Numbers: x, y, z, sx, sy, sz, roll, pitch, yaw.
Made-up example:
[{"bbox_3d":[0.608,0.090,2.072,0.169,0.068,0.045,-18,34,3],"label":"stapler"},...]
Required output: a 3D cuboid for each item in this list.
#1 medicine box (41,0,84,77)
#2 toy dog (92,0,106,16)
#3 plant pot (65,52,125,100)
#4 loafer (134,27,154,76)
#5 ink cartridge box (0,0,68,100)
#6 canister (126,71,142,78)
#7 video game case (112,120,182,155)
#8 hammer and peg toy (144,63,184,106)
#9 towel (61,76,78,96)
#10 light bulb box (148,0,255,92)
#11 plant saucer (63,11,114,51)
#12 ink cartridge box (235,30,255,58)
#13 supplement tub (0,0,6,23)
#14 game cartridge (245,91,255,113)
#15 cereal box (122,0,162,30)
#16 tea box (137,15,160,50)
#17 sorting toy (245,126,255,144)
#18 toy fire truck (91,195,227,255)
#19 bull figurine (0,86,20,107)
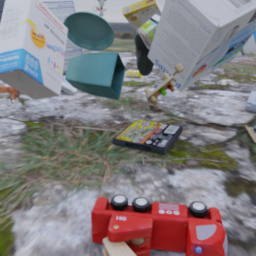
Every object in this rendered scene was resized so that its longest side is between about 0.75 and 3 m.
[{"bbox_3d":[-2.925,-3.055,9.936,2.282,2.506,1.290,-14,10,-24],"label":"medicine box"},{"bbox_3d":[-1.160,-5.189,11.897,0.564,0.855,0.412,23,2,-16],"label":"toy dog"},{"bbox_3d":[-0.899,-1.418,7.485,1.364,0.964,0.964,8,-13,14],"label":"plant pot"},{"bbox_3d":[0.576,-2.852,10.521,0.677,1.884,0.593,-11,46,0],"label":"loafer"},{"bbox_3d":[-1.455,-1.368,4.369,0.545,1.607,0.925,-6,-19,21],"label":"ink cartridge box"},{"bbox_3d":[0.385,-3.240,16.781,0.883,0.382,0.656,3,22,12],"label":"canister"},{"bbox_3d":[0.620,0.219,8.252,1.560,0.220,1.726,10,25,23],"label":"video game case"},{"bbox_3d":[0.765,-0.846,5.687,0.941,0.332,0.692,-38,-8,2],"label":"hammer and peg toy"},{"bbox_3d":[-3.000,-2.374,13.531,1.567,0.254,2.134,31,27,-9],"label":"towel"},{"bbox_3d":[1.942,-2.430,6.792,2.273,2.293,1.431,-32,73,-21],"label":"light bulb box"},{"bbox_3d":[-1.220,-3.113,8.897,1.638,1.638,0.294,4,65,11],"label":"plant saucer"},{"bbox_3d":[3.751,-2.847,9.365,1.539,0.661,1.127,-15,23,25],"label":"ink cartridge box"},{"bbox_3d":[-3.263,-3.332,7.615,1.407,2.005,1.407,23,27,-13],"label":"supplement tub"},{"bbox_3d":[5.537,-0.985,11.062,1.495,0.454,2.242,8,23,27],"label":"game cartridge"},{"bbox_3d":[0.827,-4.745,12.175,1.467,0.403,2.039,-12,-15,21],"label":"cereal box"},{"bbox_3d":[0.914,-3.160,9.471,0.849,0.863,0.577,-40,46,2],"label":"tea box"},{"bbox_3d":[4.218,0.278,8.070,1.298,0.233,1.742,4,22,9],"label":"sorting toy"},{"bbox_3d":[-0.004,1.749,3.767,2.742,0.668,1.934,4,22,7],"label":"toy fire truck"},{"bbox_3d":[-3.175,-0.839,6.959,0.929,0.564,0.303,0,-21,-6],"label":"bull figurine"}]
